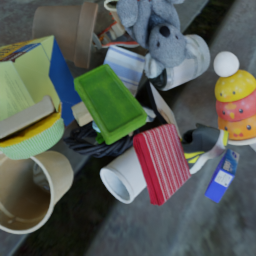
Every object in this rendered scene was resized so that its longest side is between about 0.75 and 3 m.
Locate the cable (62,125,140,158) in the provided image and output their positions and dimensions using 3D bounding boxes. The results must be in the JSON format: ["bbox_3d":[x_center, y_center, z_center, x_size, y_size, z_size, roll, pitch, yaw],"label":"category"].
[{"bbox_3d":[-0.760,0.331,7.858,2.186,0.555,1.784,-7,27,1],"label":"cable"}]

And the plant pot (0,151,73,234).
[{"bbox_3d":[-2.112,1.237,6.414,1.756,1.756,1.607,15,8,12],"label":"plant pot"}]

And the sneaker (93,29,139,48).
[{"bbox_3d":[-0.606,-3.941,11.508,2.411,0.987,0.929,1,46,5],"label":"sneaker"}]

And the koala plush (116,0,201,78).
[{"bbox_3d":[1.022,-2.731,8.414,2.041,2.115,2.301,-25,73,-2],"label":"koala plush"}]

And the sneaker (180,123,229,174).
[{"bbox_3d":[1.642,0.469,7.060,0.889,2.101,0.782,29,55,-2],"label":"sneaker"}]

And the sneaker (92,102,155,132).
[{"bbox_3d":[-0.133,-0.280,7.489,0.870,0.968,2.242,31,17,37],"label":"sneaker"}]

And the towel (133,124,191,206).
[{"bbox_3d":[0.735,0.637,5.643,0.207,1.333,1.843,-18,-1,31],"label":"towel"}]

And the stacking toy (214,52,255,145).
[{"bbox_3d":[2.835,-0.901,7.395,1.753,2.399,1.753,-29,22,13],"label":"stacking toy"}]

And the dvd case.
[{"bbox_3d":[1.036,-0.419,7.981,0.149,1.699,1.212,-27,47,18],"label":"dvd case"}]

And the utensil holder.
[{"bbox_3d":[0.101,1.102,7.211,1.081,1.081,1.271,35,56,25],"label":"utensil holder"}]

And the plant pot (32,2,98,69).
[{"bbox_3d":[-2.246,-3.464,10.059,2.034,2.333,2.333,10,50,-8],"label":"plant pot"}]

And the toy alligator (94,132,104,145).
[{"bbox_3d":[-0.707,0.157,8.039,1.344,0.398,0.365,-35,74,-1],"label":"toy alligator"}]

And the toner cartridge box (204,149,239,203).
[{"bbox_3d":[1.942,0.929,5.716,0.297,0.653,1.375,30,23,16],"label":"toner cartridge box"}]

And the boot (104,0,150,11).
[{"bbox_3d":[0.083,-3.951,8.822,1.690,0.634,0.906,8,45,14],"label":"boot"}]

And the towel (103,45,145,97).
[{"bbox_3d":[-0.228,-1.598,8.987,1.338,1.821,0.217,16,5,-20],"label":"towel"}]

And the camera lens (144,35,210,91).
[{"bbox_3d":[1.643,-2.286,9.794,1.937,1.550,1.550,-24,54,-19],"label":"camera lens"}]

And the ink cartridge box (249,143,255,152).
[{"bbox_3d":[4.895,0.287,7.856,2.297,0.962,1.667,-25,55,-11],"label":"ink cartridge box"}]

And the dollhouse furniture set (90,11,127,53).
[{"bbox_3d":[-0.636,-3.592,10.033,1.617,0.833,1.600,-42,19,-28],"label":"dollhouse furniture set"}]

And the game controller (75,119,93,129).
[{"bbox_3d":[-0.869,-0.476,8.544,1.543,0.325,0.805,-26,26,-7],"label":"game controller"}]

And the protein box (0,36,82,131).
[{"bbox_3d":[-2.766,-1.053,7.656,2.226,2.210,1.502,3,38,34],"label":"protein box"}]

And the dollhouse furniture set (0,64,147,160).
[{"bbox_3d":[-1.015,0.167,4.854,2.316,1.517,1.162,-30,75,-15],"label":"dollhouse furniture set"}]
